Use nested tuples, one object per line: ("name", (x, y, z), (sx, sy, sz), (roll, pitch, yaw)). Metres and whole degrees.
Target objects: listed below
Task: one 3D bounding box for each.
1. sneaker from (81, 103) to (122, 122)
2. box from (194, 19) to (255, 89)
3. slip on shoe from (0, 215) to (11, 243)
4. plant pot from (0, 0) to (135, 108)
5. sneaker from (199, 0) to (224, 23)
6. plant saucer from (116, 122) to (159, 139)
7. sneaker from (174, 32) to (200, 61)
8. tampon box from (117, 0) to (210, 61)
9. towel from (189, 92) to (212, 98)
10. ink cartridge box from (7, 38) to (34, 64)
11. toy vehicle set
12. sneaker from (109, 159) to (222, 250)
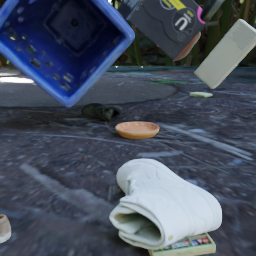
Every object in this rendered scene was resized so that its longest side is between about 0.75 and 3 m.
("sneaker", (-0.945, -0.565, 9.815), (1.461, 0.558, 0.837), (6, 9, 0))
("box", (3.337, -2.439, 9.417), (0.907, 2.207, 0.755), (47, 32, 12))
("slip on shoe", (-2.023, 1.270, 3.598), (1.010, 0.306, 0.384), (2, 15, 6))
("plant pot", (-1.703, -2.856, 8.146), (2.917, 2.917, 2.622), (41, 22, -18))
("sneaker", (1.732, -3.067, 5.873), (0.873, 1.523, 0.582), (23, 25, -3))
("plant saucer", (0.272, 0.070, 8.124), (1.264, 0.237, 1.264), (0, 14, 0))
("sneaker", (2.204, -3.276, 10.924), (0.511, 1.431, 0.572), (28, 31, -27))
("tampon box", (0.934, -3.432, 8.352), (1.812, 1.527, 2.418), (34, 19, -24))
("towel", (3.884, -1.785, 14.978), (1.033, 0.188, 0.766), (14, 20, 42))
("ink cartridge box", (-3.736, -2.769, 9.926), (0.508, 0.889, 1.712), (14, -11, -37))
("toy vehicle set", (0.617, 1.403, 3.500), (0.790, 0.105, 0.491), (-3, 16, -12))
("sneaker", (0.139, 0.937, 3.860), (1.124, 0.716, 1.945), (-6, 11, -35))
